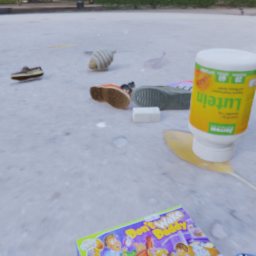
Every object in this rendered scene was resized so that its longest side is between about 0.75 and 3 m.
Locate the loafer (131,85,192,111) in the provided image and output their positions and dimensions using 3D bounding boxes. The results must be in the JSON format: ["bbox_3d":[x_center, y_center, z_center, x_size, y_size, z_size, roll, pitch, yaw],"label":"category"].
[{"bbox_3d":[1.330,-1.159,10.717,2.476,0.931,0.863,6,20,-7],"label":"loafer"}]

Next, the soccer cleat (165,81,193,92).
[{"bbox_3d":[2.735,-1.593,11.226,2.733,1.045,0.912,16,32,28],"label":"soccer cleat"}]

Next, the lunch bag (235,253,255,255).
[{"bbox_3d":[2.187,2.412,4.146,1.352,0.511,1.083,8,27,12],"label":"lunch bag"}]

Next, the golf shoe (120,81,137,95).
[{"bbox_3d":[-0.038,-1.600,11.988,0.472,0.574,1.215,-51,25,-21],"label":"golf shoe"}]

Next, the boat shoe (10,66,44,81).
[{"bbox_3d":[-4.925,-2.694,13.551,1.606,0.578,0.579,-18,-6,-30],"label":"boat shoe"}]

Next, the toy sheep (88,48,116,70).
[{"bbox_3d":[-1.402,-3.746,15.156,1.798,1.240,1.240,-41,41,-14],"label":"toy sheep"}]

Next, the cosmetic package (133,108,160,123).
[{"bbox_3d":[0.630,-0.455,9.759,0.907,0.385,0.488,-1,29,-1],"label":"cosmetic package"}]

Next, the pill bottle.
[{"bbox_3d":[2.407,-0.544,7.351,1.530,2.755,1.530,0,27,0],"label":"pill bottle"}]

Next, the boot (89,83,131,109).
[{"bbox_3d":[-0.471,-1.376,11.151,1.122,0.785,2.093,-21,33,-41],"label":"boot"}]

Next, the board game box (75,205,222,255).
[{"bbox_3d":[0.331,2.180,4.609,2.085,0.467,1.402,-12,30,-21],"label":"board game box"}]
